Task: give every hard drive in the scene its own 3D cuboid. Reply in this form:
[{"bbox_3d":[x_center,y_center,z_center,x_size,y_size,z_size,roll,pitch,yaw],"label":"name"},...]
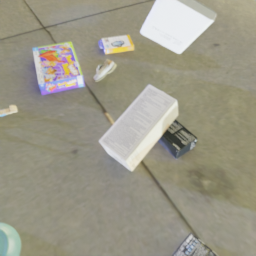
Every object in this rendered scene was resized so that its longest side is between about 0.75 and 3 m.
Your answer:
[{"bbox_3d":[1.578,-3.588,9.681,1.804,2.736,0.365,26,80,-7],"label":"hard drive"}]

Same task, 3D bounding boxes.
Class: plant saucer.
[{"bbox_3d":[-3.604,3.154,7.117,1.624,0.292,1.624,0,48,0],"label":"plant saucer"}]

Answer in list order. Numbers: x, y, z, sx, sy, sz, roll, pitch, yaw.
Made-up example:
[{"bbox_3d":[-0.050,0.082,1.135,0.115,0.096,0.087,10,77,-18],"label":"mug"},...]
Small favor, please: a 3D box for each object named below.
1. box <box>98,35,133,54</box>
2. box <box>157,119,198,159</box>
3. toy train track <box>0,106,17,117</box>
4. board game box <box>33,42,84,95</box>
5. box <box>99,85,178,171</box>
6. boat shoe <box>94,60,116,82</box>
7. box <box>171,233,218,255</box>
[{"bbox_3d":[-0.599,-3.969,13.363,1.559,0.323,0.928,-11,50,-7],"label":"box"},{"bbox_3d":[1.541,0.307,9.471,0.900,0.503,1.275,-28,55,-25],"label":"box"},{"bbox_3d":[-5.188,-0.501,10.298,2.065,0.336,1.184,-17,51,-15],"label":"toy train track"},{"bbox_3d":[-3.021,-2.622,11.985,1.751,0.583,2.604,-14,50,-12],"label":"board game box"},{"bbox_3d":[0.401,-0.022,8.953,1.195,0.978,2.516,36,76,27],"label":"box"},{"bbox_3d":[-1.031,-2.345,11.320,0.460,1.344,0.502,40,49,-22],"label":"boat shoe"},{"bbox_3d":[1.541,3.458,6.811,1.132,0.345,1.404,34,57,28],"label":"box"}]
